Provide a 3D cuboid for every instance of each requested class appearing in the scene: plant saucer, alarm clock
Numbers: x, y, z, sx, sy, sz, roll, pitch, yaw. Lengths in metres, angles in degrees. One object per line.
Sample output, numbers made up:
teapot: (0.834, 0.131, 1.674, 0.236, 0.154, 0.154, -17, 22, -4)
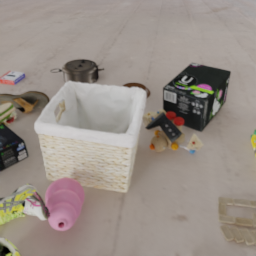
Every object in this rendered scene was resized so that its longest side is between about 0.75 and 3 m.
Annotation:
plant saucer: (0.239, -1.701, 12.730, 1.567, 0.287, 1.567, 1, 34, 0)
alarm clock: (-2.632, -2.826, 13.918, 2.632, 0.876, 1.775, 3, 35, 9)

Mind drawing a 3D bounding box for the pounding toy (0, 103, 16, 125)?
pounding toy: (-4.353, -0.296, 9.744, 1.103, 0.663, 1.429, -35, 29, -20)

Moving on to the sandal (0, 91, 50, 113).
sandal: (-4.268, -0.968, 11.187, 2.261, 0.924, 0.617, 0, 51, -2)

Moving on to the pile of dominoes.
pile of dominoes: (3.131, 2.400, 6.956, 1.739, 0.277, 1.356, 2, 34, 18)

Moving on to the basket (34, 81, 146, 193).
basket: (-0.911, 0.175, 8.300, 2.649, 2.130, 2.625, 7, 35, 6)

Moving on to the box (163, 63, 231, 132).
box: (2.649, -1.278, 10.880, 1.739, 1.456, 2.342, 23, 47, 30)

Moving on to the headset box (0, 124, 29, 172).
headset box: (-4.208, 0.638, 8.960, 1.524, 0.707, 1.327, 29, 44, 35)

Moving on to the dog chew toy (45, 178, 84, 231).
dog chew toy: (-1.537, 1.857, 6.735, 0.973, 0.973, 1.563, -5, 17, -8)

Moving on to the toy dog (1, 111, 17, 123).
toy dog: (-4.644, -0.391, 10.709, 0.782, 0.545, 0.758, -28, 23, -36)

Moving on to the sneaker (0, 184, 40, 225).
sneaker: (-2.926, 2.039, 7.046, 0.607, 0.599, 1.588, 28, 47, 28)

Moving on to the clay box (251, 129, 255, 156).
clay box: (4.790, 0.780, 8.878, 1.346, 0.558, 2.344, 6, 36, 8)

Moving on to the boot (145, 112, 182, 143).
boot: (1.108, 0.092, 8.725, 0.773, 0.938, 0.308, -40, 1, 1)

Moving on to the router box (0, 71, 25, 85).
router box: (-5.763, -2.478, 13.879, 0.886, 0.241, 0.987, 8, 35, 12)

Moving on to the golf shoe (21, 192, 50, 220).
golf shoe: (-1.996, 1.765, 6.043, 0.465, 0.367, 1.010, -34, 25, -22)

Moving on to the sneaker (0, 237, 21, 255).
sneaker: (-2.307, 2.952, 5.548, 0.695, 0.704, 1.843, -29, 40, -34)

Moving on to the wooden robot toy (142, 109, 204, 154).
wooden robot toy: (1.128, 0.204, 9.338, 1.234, 1.198, 2.720, -30, 43, -20)
